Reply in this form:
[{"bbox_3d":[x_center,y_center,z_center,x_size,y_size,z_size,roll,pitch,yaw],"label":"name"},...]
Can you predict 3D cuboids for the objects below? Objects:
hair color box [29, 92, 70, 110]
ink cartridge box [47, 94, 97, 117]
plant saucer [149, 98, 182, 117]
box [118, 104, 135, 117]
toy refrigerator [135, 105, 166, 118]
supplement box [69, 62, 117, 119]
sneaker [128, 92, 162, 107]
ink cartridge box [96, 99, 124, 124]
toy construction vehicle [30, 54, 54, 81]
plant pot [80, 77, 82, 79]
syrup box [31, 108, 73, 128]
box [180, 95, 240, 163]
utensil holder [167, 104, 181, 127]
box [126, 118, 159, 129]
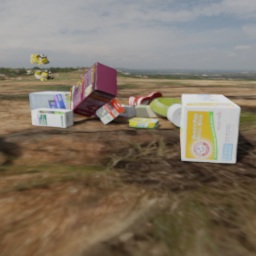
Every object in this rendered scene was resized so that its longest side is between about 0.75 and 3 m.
[{"bbox_3d":[-3.576,-1.404,14.783,2.925,0.887,1.448,5,13,25],"label":"hair color box"},{"bbox_3d":[-2.538,-1.054,12.895,2.096,0.440,1.251,-7,51,-23],"label":"ink cartridge box"},{"bbox_3d":[2.212,-0.895,12.456,2.545,0.395,2.545,10,20,-4],"label":"plant saucer"},{"bbox_3d":[-0.561,-0.898,13.476,0.449,0.480,2.319,-10,17,-39],"label":"box"},{"bbox_3d":[1.095,-0.779,12.808,1.465,0.512,0.556,-2,13,-8],"label":"toy refrigerator"},{"bbox_3d":[-1.399,-1.399,10.955,0.941,1.212,2.197,15,-30,-33],"label":"supplement box"},{"bbox_3d":[0.876,-1.603,15.759,1.333,0.904,2.308,11,15,37],"label":"sneaker"},{"bbox_3d":[-0.697,-0.618,10.608,1.096,0.597,0.276,-30,12,45],"label":"ink cartridge box"},{"bbox_3d":[-3.190,-2.177,10.134,1.143,0.995,0.403,23,54,40],"label":"toy construction vehicle"},{"bbox_3d":[-1.832,-1.811,12.514,0.813,0.764,0.813,18,5,-2],"label":"plant pot"},{"bbox_3d":[-2.941,-0.401,10.862,1.528,0.602,0.622,4,13,19],"label":"syrup box"},{"bbox_3d":[2.080,-0.093,7.591,1.254,1.392,2.475,2,13,9],"label":"box"},{"bbox_3d":[1.943,-0.464,10.609,0.797,0.797,0.938,0,11,-2],"label":"utensil holder"},{"bbox_3d":[0.543,-0.188,10.689,1.137,0.275,0.667,7,14,17],"label":"box"}]
